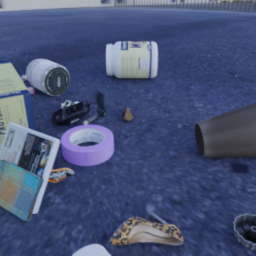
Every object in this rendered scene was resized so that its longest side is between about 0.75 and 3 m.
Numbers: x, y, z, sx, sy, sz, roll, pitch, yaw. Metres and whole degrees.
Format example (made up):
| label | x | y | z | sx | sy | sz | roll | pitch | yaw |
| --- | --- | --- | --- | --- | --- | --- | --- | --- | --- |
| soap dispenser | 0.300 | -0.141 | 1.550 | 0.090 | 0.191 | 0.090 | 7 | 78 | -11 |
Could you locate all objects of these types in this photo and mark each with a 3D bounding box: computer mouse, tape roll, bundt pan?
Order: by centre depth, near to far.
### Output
| label | x | y | z | sx | sy | sz | roll | pitch | yaw |
| --- | --- | --- | --- | --- | --- | --- | --- | --- | --- |
| bundt pan | 2.837 | 2.410 | 6.380 | 0.904 | 0.339 | 0.904 | 0 | 30 | 0 |
| tape roll | -1.358 | 0.551 | 9.436 | 1.727 | 0.566 | 1.727 | 0 | 29 | 0 |
| computer mouse | -1.847 | -0.429 | 10.893 | 2.305 | 0.530 | 1.618 | -24 | 40 | 1 |

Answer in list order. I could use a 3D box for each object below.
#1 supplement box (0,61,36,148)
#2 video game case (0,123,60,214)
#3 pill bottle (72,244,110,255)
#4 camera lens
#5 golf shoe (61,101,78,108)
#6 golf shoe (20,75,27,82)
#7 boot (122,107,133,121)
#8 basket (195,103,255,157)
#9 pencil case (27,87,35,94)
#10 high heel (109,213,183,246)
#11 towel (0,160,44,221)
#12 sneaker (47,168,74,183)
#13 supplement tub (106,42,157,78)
| label | x | y | z | sx | sy | sz | roll | pitch | yaw |
| --- | --- | --- | --- | --- | --- | --- | --- | --- | --- |
| supplement box | -5.200 | -0.782 | 10.019 | 2.888 | 1.939 | 2.885 | -17 | 42 | -27 |
| video game case | -2.813 | 1.016 | 7.472 | 1.788 | 1.967 | 0.230 | 16 | -2 | 27 |
| pill bottle | -0.163 | 2.995 | 4.379 | 1.280 | 1.280 | 2.313 | -19 | 35 | -30 |
| camera lens | -3.952 | -2.507 | 13.816 | 1.908 | 1.526 | 1.526 | 27 | 39 | 37 |
| golf shoe | -2.466 | -0.973 | 12.200 | 0.434 | 0.495 | 1.124 | 13 | 31 | 28 |
| golf shoe | -5.853 | -2.665 | 15.457 | 0.861 | 0.333 | 0.379 | -16 | 57 | -27 |
| boot | -0.014 | -0.546 | 11.717 | 0.385 | 0.375 | 1.019 | 26 | 25 | -10 |
| basket | 3.309 | 0.241 | 9.124 | 2.013 | 1.815 | 1.369 | -10 | -1 | 1 |
| pencil case | -5.074 | -1.821 | 13.820 | 0.850 | 0.372 | 0.372 | -4 | 30 | -5 |
| high heel | 0.427 | 2.409 | 6.135 | 1.504 | 0.537 | 1.072 | -12 | 24 | -37 |
| towel | -2.937 | 1.578 | 7.204 | 1.563 | 1.146 | 0.170 | 17 | -3 | 27 |
| sneaker | -1.979 | 1.357 | 7.857 | 0.905 | 0.354 | 0.350 | -4 | 63 | -20 |
| supplement tub | 0.194 | -3.767 | 15.597 | 2.731 | 1.980 | 1.980 | 0 | 30 | 0 |
